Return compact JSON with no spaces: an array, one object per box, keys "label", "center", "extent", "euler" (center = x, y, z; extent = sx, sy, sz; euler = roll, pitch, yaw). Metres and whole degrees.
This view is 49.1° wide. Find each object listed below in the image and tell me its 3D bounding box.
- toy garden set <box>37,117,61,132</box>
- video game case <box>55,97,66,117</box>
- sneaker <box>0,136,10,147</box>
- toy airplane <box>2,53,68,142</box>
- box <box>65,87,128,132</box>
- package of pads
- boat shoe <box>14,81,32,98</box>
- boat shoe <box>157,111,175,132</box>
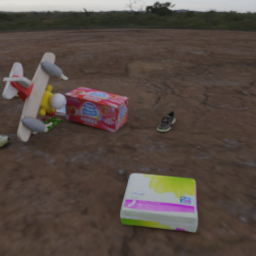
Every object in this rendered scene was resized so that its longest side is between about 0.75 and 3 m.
[{"label":"toy garden set","center":[-3.578,-0.236,11.858],"extent":[1.009,0.241,1.210],"euler":[8,27,15]},{"label":"video game case","center":[-3.252,-1.107,13.692],"extent":[2.502,0.218,1.789],"euler":[11,28,22]},{"label":"sneaker","center":[-5.318,0.266,9.998],"extent":[2.047,0.907,0.787],"euler":[2,29,-4]},{"label":"toy airplane","center":[-3.340,-1.216,10.580],"extent":[1.958,2.775,2.763],"euler":[12,28,7]},{"label":"box","center":[-1.337,-0.824,11.831],"extent":[2.451,1.170,1.222],"euler":[15,29,20]},{"label":"package of pads","center":[0.803,1.815,7.069],"extent":[1.805,0.615,1.394],"euler":[3,31,10]},{"label":"boat shoe","center":[-5.727,-2.353,15.711],"extent":[0.810,0.699,2.222],"euler":[7,27,15]},{"label":"boat shoe","center":[1.592,-0.291,11.696],"extent":[0.542,0.480,1.480],"euler":[10,28,21]}]
